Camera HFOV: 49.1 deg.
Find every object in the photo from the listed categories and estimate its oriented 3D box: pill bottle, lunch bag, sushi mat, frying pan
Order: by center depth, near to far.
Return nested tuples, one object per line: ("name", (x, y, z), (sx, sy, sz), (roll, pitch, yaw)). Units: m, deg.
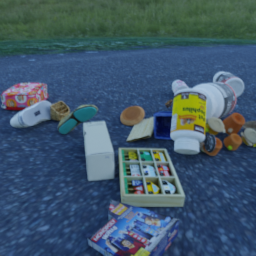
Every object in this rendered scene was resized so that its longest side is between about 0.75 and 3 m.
("frying pan", (2.832, 0.438, 10.052), (0.176, 0.656, 1.084), (6, 30, -16))
("pill bottle", (2.203, -0.212, 10.228), (1.221, 2.235, 1.221), (7, -16, 2))
("sushi mat", (0.637, 0.008, 12.067), (1.059, 0.134, 2.213), (-16, 19, 20))
("pill bottle", (3.609, -1.136, 12.567), (1.720, 1.720, 2.969), (16, 20, 33))
("lunch bag", (-5.773, -1.779, 15.345), (2.245, 1.044, 2.549), (1, 24, 2))
("pill bottle", (3.121, -2.345, 16.879), (0.856, 0.856, 1.510), (-1, 23, -2))
("pill bottle", (6.069, -2.693, 17.176), (1.257, 1.257, 2.170), (-1, 23, -3))

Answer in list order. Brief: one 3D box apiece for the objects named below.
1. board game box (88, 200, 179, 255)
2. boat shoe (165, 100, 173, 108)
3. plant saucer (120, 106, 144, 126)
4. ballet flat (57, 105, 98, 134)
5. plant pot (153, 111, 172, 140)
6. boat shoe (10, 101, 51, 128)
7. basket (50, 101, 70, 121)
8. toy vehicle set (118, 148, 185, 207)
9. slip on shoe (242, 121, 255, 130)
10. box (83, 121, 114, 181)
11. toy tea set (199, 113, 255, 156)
("board game box", (-0.010, 2.414, 6.466), (1.729, 0.534, 1.730), (17, 29, 35))
("boat shoe", (2.109, -1.229, 14.386), (0.268, 0.268, 0.762), (-14, 17, 38))
("plant saucer", (0.175, -0.611, 13.053), (1.182, 0.221, 1.182), (-12, 46, 12))
("ballet flat", (-2.137, -0.488, 11.753), (2.078, 0.735, 0.735), (-33, 14, 21))
("plant pot", (1.671, -0.165, 11.697), (1.074, 1.074, 0.966), (2, 18, 16))
("boat shoe", (-4.351, -0.622, 12.830), (0.866, 0.975, 2.651), (-14, 7, 18))
("basket", (-3.212, -0.810, 13.370), (0.660, 0.689, 0.925), (14, 25, 22))
("toy vehicle set", (0.587, 1.440, 8.795), (1.707, 0.364, 2.748), (1, 24, -5))
("slip on shoe", (5.516, -0.188, 11.772), (1.308, 0.396, 0.497), (0, 43, 14))
("box", (-1.071, 0.712, 9.743), (0.867, 1.042, 2.536), (-4, 23, -9))
("toy tea set", (3.751, 0.352, 11.013), (2.687, 0.994, 1.598), (-10, 60, -26))
